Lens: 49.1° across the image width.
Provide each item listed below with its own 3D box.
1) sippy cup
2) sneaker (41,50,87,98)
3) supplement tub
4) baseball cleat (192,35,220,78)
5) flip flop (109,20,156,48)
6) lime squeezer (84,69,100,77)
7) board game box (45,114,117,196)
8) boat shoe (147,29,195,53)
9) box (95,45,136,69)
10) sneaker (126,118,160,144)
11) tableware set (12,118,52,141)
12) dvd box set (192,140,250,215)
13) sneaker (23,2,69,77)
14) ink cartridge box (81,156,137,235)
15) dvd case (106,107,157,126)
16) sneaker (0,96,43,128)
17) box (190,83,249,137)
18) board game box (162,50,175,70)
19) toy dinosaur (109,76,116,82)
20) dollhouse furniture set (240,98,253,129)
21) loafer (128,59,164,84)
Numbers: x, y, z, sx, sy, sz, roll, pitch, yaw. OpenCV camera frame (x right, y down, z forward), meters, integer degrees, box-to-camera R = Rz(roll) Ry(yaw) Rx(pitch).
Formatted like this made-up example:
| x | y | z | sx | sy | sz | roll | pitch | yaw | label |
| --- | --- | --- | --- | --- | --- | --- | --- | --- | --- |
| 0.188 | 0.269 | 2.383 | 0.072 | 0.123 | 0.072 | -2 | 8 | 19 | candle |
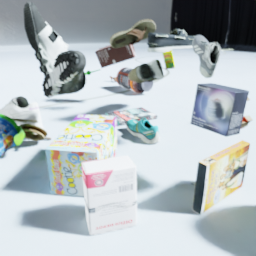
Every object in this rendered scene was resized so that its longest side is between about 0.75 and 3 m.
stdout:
| x | y | z | sx | sy | sz | roll | pitch | yaw | label |
| --- | --- | --- | --- | --- | --- | --- | --- | --- | --- |
| -4.259 | 0.390 | 8.833 | 1.682 | 1.321 | 1.233 | -37 | 19 | 27 | sippy cup |
| -1.673 | -1.600 | 8.389 | 1.165 | 0.856 | 2.575 | -8 | -9 | -35 | sneaker |
| 0.416 | -2.815 | 16.683 | 1.311 | 1.311 | 2.452 | -14 | 26 | -31 | supplement tub |
| 2.537 | -2.476 | 8.865 | 0.658 | 1.005 | 1.888 | 2 | 57 | -11 | baseball cleat |
| 0.207 | -3.882 | 11.911 | 2.102 | 0.852 | 0.605 | -19 | 47 | 9 | flip flop |
| -1.974 | -2.688 | 13.974 | 1.336 | 0.252 | 0.472 | -11 | -11 | 42 | lime squeezer |
| -1.155 | 0.654 | 7.872 | 1.295 | 1.318 | 2.514 | 3 | 22 | 7 | board game box |
| 1.861 | -3.451 | 10.893 | 2.508 | 0.757 | 0.948 | -18 | 27 | -30 | boat shoe |
| -0.611 | -3.631 | 13.684 | 1.801 | 0.902 | 0.675 | -15 | 25 | 16 | box |
| 0.577 | -0.032 | 10.403 | 0.716 | 0.735 | 1.847 | -13 | 25 | -31 | sneaker |
| -3.895 | 0.184 | 9.641 | 2.224 | 1.470 | 0.446 | 4 | 63 | 9 | tableware set |
| 2.244 | 1.136 | 6.676 | 1.788 | 1.308 | 0.263 | -16 | 27 | -37 | dvd box set |
| -2.731 | -2.983 | 9.673 | 1.171 | 2.647 | 0.981 | -28 | 28 | -28 | sneaker |
| -0.387 | 1.397 | 5.866 | 1.029 | 1.422 | 0.600 | -7 | 20 | -16 | ink cartridge box |
| 0.143 | -0.532 | 12.394 | 1.884 | 0.207 | 1.375 | -13 | 25 | -27 | dvd case |
| -4.340 | -0.586 | 10.811 | 2.780 | 1.385 | 1.041 | 8 | 16 | 29 | sneaker |
| 2.120 | -0.461 | 6.608 | 0.645 | 1.039 | 1.047 | -8 | 21 | -39 | box |
| 1.853 | -3.090 | 12.746 | 0.424 | 0.835 | 0.199 | -2 | 41 | 22 | board game box |
| -0.908 | -3.308 | 19.266 | 0.557 | 0.353 | 0.822 | -21 | 41 | -29 | toy dinosaur |
| 4.307 | -0.629 | 11.315 | 0.701 | 1.360 | 1.345 | -13 | 57 | -25 | dollhouse furniture set |
| 0.826 | -2.521 | 12.636 | 0.887 | 0.957 | 2.546 | -10 | 5 | 33 | loafer |
